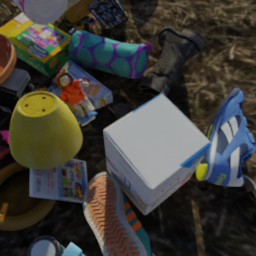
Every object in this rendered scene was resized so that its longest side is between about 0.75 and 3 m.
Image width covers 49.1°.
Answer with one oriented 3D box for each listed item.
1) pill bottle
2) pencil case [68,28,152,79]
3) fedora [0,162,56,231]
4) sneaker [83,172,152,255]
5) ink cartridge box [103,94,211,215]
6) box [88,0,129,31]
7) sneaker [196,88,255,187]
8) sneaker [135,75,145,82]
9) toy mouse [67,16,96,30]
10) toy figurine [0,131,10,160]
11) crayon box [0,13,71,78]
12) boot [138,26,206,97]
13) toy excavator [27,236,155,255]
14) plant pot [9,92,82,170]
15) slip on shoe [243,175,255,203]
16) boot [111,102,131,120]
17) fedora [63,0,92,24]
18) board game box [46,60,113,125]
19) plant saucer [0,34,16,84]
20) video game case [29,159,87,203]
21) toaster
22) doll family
[{"bbox_3d":[-3.162,-4.531,8.730,1.428,1.428,2.519,-35,71,-19],"label":"pill bottle"},{"bbox_3d":[-0.644,-2.360,8.832,2.604,1.108,1.203,21,72,23],"label":"pencil case"},{"bbox_3d":[-2.567,1.702,6.937,1.835,0.748,1.835,2,54,-3],"label":"fedora"},{"bbox_3d":[-0.226,2.312,6.487,1.026,1.148,2.874,-30,41,0],"label":"sneaker"},{"bbox_3d":[0.566,0.730,6.625,1.654,2.247,1.625,-34,67,-18],"label":"ink cartridge box"},{"bbox_3d":[-0.662,-4.035,9.812,0.967,1.217,0.280,-18,65,23],"label":"box"},{"bbox_3d":[2.782,0.264,7.633,1.212,1.090,2.947,20,68,7],"label":"sneaker"},{"bbox_3d":[0.256,-1.955,9.250,1.035,0.395,0.593,36,73,25],"label":"sneaker"},{"bbox_3d":[-1.505,-3.918,10.380,1.148,0.222,1.021,19,55,33],"label":"toy mouse"},{"bbox_3d":[-3.538,0.839,7.131,1.863,2.024,1.519,-41,107,-52],"label":"toy figurine"},{"bbox_3d":[-3.122,-2.926,9.623,2.442,0.711,1.450,34,65,18],"label":"crayon box"},{"bbox_3d":[1.056,-2.054,8.858,2.229,0.886,2.560,-52,26,1],"label":"boot"},{"bbox_3d":[-0.954,3.219,5.952,2.597,1.297,2.525,37,65,4],"label":"toy excavator"},{"bbox_3d":[-1.981,-0.096,6.508,1.736,1.232,1.736,2,46,-2],"label":"plant pot"},{"bbox_3d":[3.177,1.593,7.277,0.231,0.290,0.763,-24,70,-21],"label":"slip on shoe"},{"bbox_3d":[-0.064,-0.527,8.507,0.785,0.272,0.683,-21,59,-13],"label":"boot"},{"bbox_3d":[-1.803,-4.375,10.143,1.980,1.980,0.807,-42,112,-21],"label":"fedora"},{"bbox_3d":[-1.506,-0.959,8.531,1.843,0.569,1.844,25,66,15],"label":"board game box"},{"bbox_3d":[-4.266,-1.632,7.549,2.575,0.416,2.575,-4,56,6],"label":"plant saucer"},{"bbox_3d":[-1.669,1.221,6.921,0.144,1.599,1.145,-33,53,33],"label":"video game case"},{"bbox_3d":[-3.466,-1.013,8.164,1.530,1.383,0.908,16,58,9],"label":"toaster"},{"bbox_3d":[-1.957,-0.558,7.815,2.588,1.166,1.606,-33,89,18],"label":"doll family"}]
